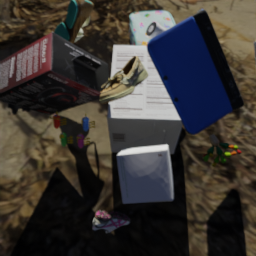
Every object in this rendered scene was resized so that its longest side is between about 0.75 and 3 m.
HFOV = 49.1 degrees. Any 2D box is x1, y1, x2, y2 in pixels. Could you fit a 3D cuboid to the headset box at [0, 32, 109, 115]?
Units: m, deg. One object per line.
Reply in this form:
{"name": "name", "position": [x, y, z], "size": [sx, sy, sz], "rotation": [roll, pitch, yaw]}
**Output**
{"name": "headset box", "position": [-1.977, -1.313, 7.560], "size": [2.760, 2.051, 1.035], "rotation": [-13, 71, 34]}

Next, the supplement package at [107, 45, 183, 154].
{"name": "supplement package", "position": [0.526, -0.913, 9.369], "size": [2.194, 2.210, 2.912], "rotation": [2, 59, 1]}

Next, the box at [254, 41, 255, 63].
{"name": "box", "position": [3.244, -1.595, 6.105], "size": [0.781, 0.511, 0.777], "rotation": [-6, 91, 3]}

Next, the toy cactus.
{"name": "toy cactus", "position": [2.360, 0.552, 7.313], "size": [0.964, 0.493, 0.796], "rotation": [-23, 67, 6]}

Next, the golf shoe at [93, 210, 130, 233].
{"name": "golf shoe", "position": [-0.383, 2.121, 6.288], "size": [0.358, 0.985, 0.454], "rotation": [21, 93, 52]}

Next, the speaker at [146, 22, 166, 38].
{"name": "speaker", "position": [1.244, -3.092, 9.635], "size": [1.279, 0.519, 0.519], "rotation": [20, 52, -34]}

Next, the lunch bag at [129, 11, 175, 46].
{"name": "lunch bag", "position": [1.147, -3.804, 11.826], "size": [2.061, 0.990, 2.569], "rotation": [-6, 59, -7]}

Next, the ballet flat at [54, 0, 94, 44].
{"name": "ballet flat", "position": [-1.814, -3.440, 9.457], "size": [0.881, 2.434, 0.826], "rotation": [-18, 78, -36]}

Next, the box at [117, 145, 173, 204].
{"name": "box", "position": [0.390, 0.956, 5.922], "size": [1.054, 0.903, 1.049], "rotation": [-7, 92, 8]}

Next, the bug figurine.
{"name": "bug figurine", "position": [-1.547, 0.070, 7.682], "size": [1.296, 1.005, 0.334], "rotation": [4, 20, 17]}

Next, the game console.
{"name": "game console", "position": [1.885, -1.591, 7.665], "size": [1.607, 2.716, 2.318], "rotation": [-22, 17, 21]}

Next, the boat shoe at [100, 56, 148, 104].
{"name": "boat shoe", "position": [-0.152, -1.143, 6.653], "size": [0.709, 0.606, 1.935], "rotation": [-11, 23, 32]}
